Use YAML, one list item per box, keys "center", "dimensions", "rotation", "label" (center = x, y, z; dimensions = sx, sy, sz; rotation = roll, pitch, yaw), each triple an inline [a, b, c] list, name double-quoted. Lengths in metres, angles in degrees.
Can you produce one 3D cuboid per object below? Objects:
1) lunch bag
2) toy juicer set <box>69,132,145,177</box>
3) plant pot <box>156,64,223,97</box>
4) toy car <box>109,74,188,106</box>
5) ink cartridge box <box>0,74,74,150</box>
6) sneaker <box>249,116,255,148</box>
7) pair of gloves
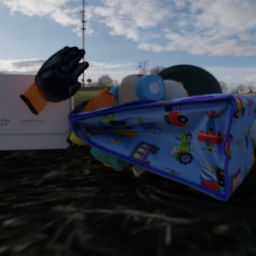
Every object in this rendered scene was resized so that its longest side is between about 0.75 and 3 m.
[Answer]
- center: [0.580, 0.068, 4.900]
  dimensions: [2.850, 1.341, 2.146]
  rotation: [5, 8, 31]
  label: "lunch bag"
- center: [-0.169, 0.491, 5.399]
  dimensions: [1.887, 0.514, 1.201]
  rotation: [31, 19, 37]
  label: "toy juicer set"
- center: [1.744, -0.630, 9.052]
  dimensions: [2.360, 2.360, 1.581]
  rotation: [1, -20, 11]
  label: "plant pot"
- center: [0.897, -0.542, 7.639]
  dimensions: [2.177, 1.926, 2.007]
  rotation: [-10, 3, -26]
  label: "toy car"
- center: [-2.491, -0.478, 7.901]
  dimensions: [1.877, 1.868, 2.583]
  rotation: [-1, 6, -10]
  label: "ink cartridge box"
- center: [2.519, 0.019, 6.396]
  dimensions: [2.864, 1.004, 1.554]
  rotation: [7, 7, -8]
  label: "sneaker"
- center: [-1.255, -0.653, 6.536]
  dimensions: [0.274, 2.214, 1.973]
  rotation: [6, 52, 40]
  label: "pair of gloves"
